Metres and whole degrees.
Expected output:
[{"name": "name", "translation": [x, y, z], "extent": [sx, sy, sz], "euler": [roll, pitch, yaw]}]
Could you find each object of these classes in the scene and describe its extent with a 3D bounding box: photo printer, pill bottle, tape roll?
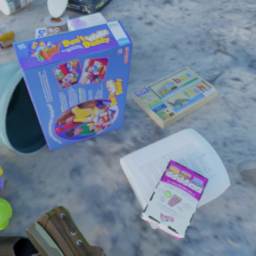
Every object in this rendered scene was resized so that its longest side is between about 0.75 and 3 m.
[{"name": "photo printer", "translation": [1.056, 0.993, 6.147], "extent": [2.019, 0.701, 1.680], "euler": [-24, 62, -11]}, {"name": "pill bottle", "translation": [-4.569, -5.198, 11.370], "extent": [0.747, 0.747, 1.321], "euler": [29, 56, 22]}, {"name": "tape roll", "translation": [-2.700, -3.986, 10.655], "extent": [0.942, 0.311, 0.942], "euler": [0, 50, -1]}]

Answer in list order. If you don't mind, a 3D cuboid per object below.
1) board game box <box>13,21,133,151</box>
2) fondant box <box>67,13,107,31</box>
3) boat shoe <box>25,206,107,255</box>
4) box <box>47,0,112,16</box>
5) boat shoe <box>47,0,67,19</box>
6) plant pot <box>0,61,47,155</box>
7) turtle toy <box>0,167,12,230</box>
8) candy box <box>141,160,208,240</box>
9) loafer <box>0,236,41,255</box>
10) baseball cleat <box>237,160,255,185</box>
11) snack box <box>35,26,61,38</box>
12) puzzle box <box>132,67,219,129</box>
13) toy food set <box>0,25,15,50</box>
[{"name": "board game box", "translation": [-1.066, -0.728, 6.180], "extent": [2.014, 2.996, 0.671], "euler": [-18, 62, -16]}, {"name": "fondant box", "translation": [-1.257, -3.330, 9.981], "extent": [1.292, 0.522, 1.791], "euler": [-21, 53, -17]}, {"name": "boat shoe", "translation": [-0.719, 2.393, 4.863], "extent": [2.413, 0.868, 0.820], "euler": [47, 54, 10]}, {"name": "box", "translation": [-1.982, -5.525, 11.740], "extent": [2.268, 0.579, 1.789], "euler": [20, 54, 16]}, {"name": "boat shoe", "translation": [-2.701, -5.002, 10.935], "extent": [0.733, 0.622, 2.013], "euler": [-2, 69, -5]}, {"name": "plant pot", "translation": [-2.674, -0.631, 6.710], "extent": [1.478, 2.207, 2.207], "euler": [19, 53, 18]}, {"name": "turtle toy", "translation": [-3.213, 1.306, 5.827], "extent": [1.481, 1.027, 2.033], "euler": [-41, 63, -17]}, {"name": "candy box", "translation": [0.884, 1.333, 5.302], "extent": [0.836, 0.374, 1.226], "euler": [28, 62, 11]}, {"name": "loafer", "translation": [-2.171, 2.284, 5.371], "extent": [1.464, 0.522, 0.534], "euler": [-1, 51, -1]}, {"name": "baseball cleat", "translation": [3.378, 1.374, 5.984], "extent": [2.103, 0.733, 1.119], "euler": [16, 52, 14]}, {"name": "snack box", "translation": [-2.735, -2.633, 9.537], "extent": [0.888, 0.300, 2.471], "euler": [-9, 51, -3]}, {"name": "puzzle box", "translation": [1.385, -0.965, 8.199], "extent": [2.141, 0.272, 1.425], "euler": [-29, 56, -22]}, {"name": "toy food set", "translation": [-4.394, -3.117, 9.711], "extent": [0.584, 0.620, 1.298], "euler": [-37, 49, -25]}]
